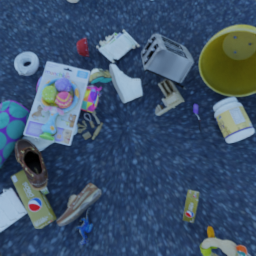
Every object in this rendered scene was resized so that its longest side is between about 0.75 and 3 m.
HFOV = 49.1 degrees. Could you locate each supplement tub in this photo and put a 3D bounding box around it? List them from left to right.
[{"bbox_3d":[3.971,-0.290,10.660,1.091,1.091,1.501,-18,72,-6],"label":"supplement tub"}]

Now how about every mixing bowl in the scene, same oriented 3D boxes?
[{"bbox_3d":[-1.933,-3.381,11.851,0.437,0.806,0.806,-8,71,-2],"label":"mixing bowl"}]

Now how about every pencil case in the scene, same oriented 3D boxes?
[{"bbox_3d":[-4.789,0.377,10.376,1.297,1.195,2.807,30,73,-7],"label":"pencil case"},{"bbox_3d":[-2.306,-1.422,11.071,2.479,1.096,1.096,15,72,4],"label":"pencil case"}]

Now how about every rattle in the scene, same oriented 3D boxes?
[{"bbox_3d":[3.195,3.652,8.894,1.180,1.651,1.075,-22,76,-47],"label":"rattle"}]

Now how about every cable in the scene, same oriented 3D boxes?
[{"bbox_3d":[-4.287,-2.712,11.873,1.018,0.352,1.018,-32,73,-11],"label":"cable"}]

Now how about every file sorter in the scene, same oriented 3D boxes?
[{"bbox_3d":[-4.453,2.914,9.441,1.534,0.955,1.064,-35,82,-13],"label":"file sorter"}]

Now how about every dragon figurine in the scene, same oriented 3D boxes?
[{"bbox_3d":[-1.424,3.438,9.780,0.597,0.353,1.200,26,74,9],"label":"dragon figurine"}]

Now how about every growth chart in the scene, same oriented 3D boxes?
[{"bbox_3d":[-0.461,-3.542,12.043,1.616,0.143,1.170,-38,87,-14],"label":"growth chart"}]

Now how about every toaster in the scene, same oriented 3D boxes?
[{"bbox_3d":[1.541,-2.652,10.951,1.888,1.120,1.707,20,35,-17],"label":"toaster"}]

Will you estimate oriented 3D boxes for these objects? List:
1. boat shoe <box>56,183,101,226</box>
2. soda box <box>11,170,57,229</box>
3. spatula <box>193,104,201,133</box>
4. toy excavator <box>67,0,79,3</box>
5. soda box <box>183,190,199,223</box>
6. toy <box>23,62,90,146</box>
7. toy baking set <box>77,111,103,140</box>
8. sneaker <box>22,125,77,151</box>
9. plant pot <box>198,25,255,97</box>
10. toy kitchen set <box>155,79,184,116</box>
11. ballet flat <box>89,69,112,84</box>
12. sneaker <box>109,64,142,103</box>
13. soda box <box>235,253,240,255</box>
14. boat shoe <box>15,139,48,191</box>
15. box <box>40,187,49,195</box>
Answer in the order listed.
[{"bbox_3d":[-1.802,2.692,9.907,1.839,0.696,0.660,-39,72,-21],"label":"boat shoe"},{"bbox_3d":[-3.336,2.487,9.918,0.658,0.696,2.055,-30,73,-10],"label":"soda box"},{"bbox_3d":[2.752,-0.379,11.041,0.122,0.336,1.190,-26,61,38],"label":"spatula"},{"bbox_3d":[-2.255,-7.502,13.121,2.574,1.322,2.648,-29,82,-8],"label":"toy excavator"},{"bbox_3d":[2.146,2.694,9.597,0.388,1.146,0.367,10,31,14],"label":"soda box"},{"bbox_3d":[-2.555,-0.999,10.089,1.709,0.701,2.968,13,78,-2],"label":"toy"},{"bbox_3d":[-1.499,-0.126,11.100,0.938,0.142,1.222,31,74,10],"label":"toy baking set"},{"bbox_3d":[-3.107,0.231,10.600,2.352,0.833,0.859,-25,74,-5],"label":"sneaker"},{"bbox_3d":[4.324,-2.880,10.962,2.732,2.732,1.939,23,47,8],"label":"plant pot"},{"bbox_3d":[1.332,-1.252,10.908,1.074,1.317,1.188,-33,78,19],"label":"toy kitchen set"},{"bbox_3d":[-1.108,-1.978,10.564,0.576,1.629,0.576,4,101,19],"label":"ballet flat"},{"bbox_3d":[-0.050,-1.928,11.510,1.025,0.653,1.774,-20,74,-15],"label":"sneaker"},{"bbox_3d":[3.634,4.921,9.182,0.497,0.526,1.553,6,72,2],"label":"soda box"},{"bbox_3d":[-3.311,1.056,9.570,0.797,0.796,2.264,-22,49,-28],"label":"boat shoe"},{"bbox_3d":[-3.200,1.821,10.069,0.188,0.596,1.082,-26,58,-15],"label":"box"}]
